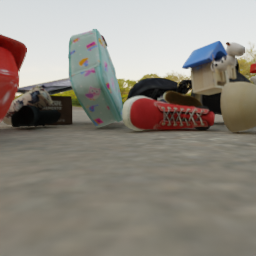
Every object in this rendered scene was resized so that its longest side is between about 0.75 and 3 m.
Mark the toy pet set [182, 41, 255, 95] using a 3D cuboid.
[{"bbox_3d":[3.115,-1.885,8.016,2.731,1.450,2.550,0,-7,-41],"label":"toy pet set"}]

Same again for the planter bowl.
[{"bbox_3d":[2.914,-0.549,6.768,0.842,1.251,1.251,-6,-1,44],"label":"planter bowl"}]

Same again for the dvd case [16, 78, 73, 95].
[{"bbox_3d":[-2.575,-1.639,10.681,2.059,0.221,2.770,8,21,37],"label":"dvd case"}]

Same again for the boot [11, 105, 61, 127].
[{"bbox_3d":[-2.579,-0.334,8.252,1.258,0.568,1.535,-6,-4,-44],"label":"boot"}]

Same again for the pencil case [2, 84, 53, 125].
[{"bbox_3d":[-3.273,-0.712,8.774,1.693,0.757,0.659,-27,26,6],"label":"pencil case"}]

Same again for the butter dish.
[{"bbox_3d":[-3.668,-0.771,6.401,2.700,2.707,2.001,6,37,-52],"label":"butter dish"}]

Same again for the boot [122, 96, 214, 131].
[{"bbox_3d":[1.179,-0.331,7.331,1.810,0.908,2.508,5,3,38],"label":"boot"}]

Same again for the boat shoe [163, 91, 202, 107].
[{"bbox_3d":[1.623,-0.791,8.375,1.249,0.462,0.414,23,2,-13],"label":"boat shoe"}]

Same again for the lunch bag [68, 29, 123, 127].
[{"bbox_3d":[-0.939,-1.557,8.771,1.083,2.810,2.254,-17,-39,9],"label":"lunch bag"}]

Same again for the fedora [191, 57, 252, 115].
[{"bbox_3d":[3.626,-1.263,10.291,2.985,2.985,1.363,-4,32,-45],"label":"fedora"}]

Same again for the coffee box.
[{"bbox_3d":[-3.274,-0.698,10.869,1.486,1.036,2.599,-3,5,-31],"label":"coffee box"}]

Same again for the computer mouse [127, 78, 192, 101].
[{"bbox_3d":[0.987,-1.219,10.214,2.780,1.925,0.733,-4,50,-41],"label":"computer mouse"}]

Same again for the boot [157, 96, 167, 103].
[{"bbox_3d":[0.985,-0.604,9.468,2.213,0.999,0.805,-5,8,-27],"label":"boot"}]
